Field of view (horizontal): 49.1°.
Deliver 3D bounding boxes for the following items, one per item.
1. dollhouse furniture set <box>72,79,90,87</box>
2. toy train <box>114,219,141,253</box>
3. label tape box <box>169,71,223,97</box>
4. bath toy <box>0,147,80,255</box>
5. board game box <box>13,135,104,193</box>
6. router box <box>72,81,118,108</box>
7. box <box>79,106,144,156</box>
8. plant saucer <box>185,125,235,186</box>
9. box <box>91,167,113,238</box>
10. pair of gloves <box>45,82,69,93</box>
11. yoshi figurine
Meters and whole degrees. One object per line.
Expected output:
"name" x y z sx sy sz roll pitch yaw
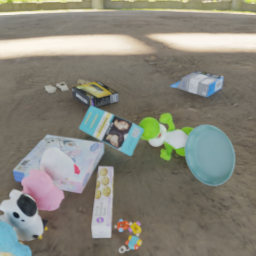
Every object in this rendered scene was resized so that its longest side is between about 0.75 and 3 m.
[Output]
"dollhouse furniture set" -2.498 -2.197 15.255 0.813 0.452 0.719 23 61 34
"toy train" 0.019 2.619 6.792 0.667 0.247 0.888 -18 36 8
"label tape box" 3.712 -2.537 15.356 2.327 0.737 1.678 24 37 35
"bath toy" -2.160 1.759 7.050 1.103 1.298 2.985 18 40 5
"board game box" -2.164 1.087 9.209 2.183 0.476 2.194 7 30 12
"router box" -1.676 -1.682 14.045 1.571 0.522 1.999 -20 35 -31
"box" -0.679 0.051 10.143 2.518 1.036 0.619 23 -5 44
"plant saucer" 2.497 0.800 8.443 0.329 1.828 1.828 -8 28 -36
"box" -0.669 1.936 7.738 0.482 0.450 2.326 0 30 0
"pair of gloves" -3.936 -2.215 15.331 1.181 0.207 1.004 -12 32 -19
"yoshi figurine" 1.387 0.274 9.777 2.545 1.425 1.430 12 36 25
